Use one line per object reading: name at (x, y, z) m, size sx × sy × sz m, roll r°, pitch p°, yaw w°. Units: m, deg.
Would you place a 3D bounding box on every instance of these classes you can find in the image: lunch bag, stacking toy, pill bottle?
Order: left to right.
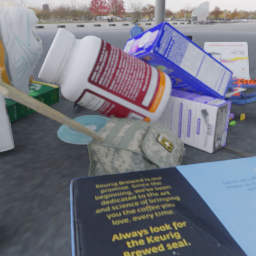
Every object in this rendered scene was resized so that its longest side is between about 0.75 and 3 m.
pill bottle at (-0.488, -1.046, 6.091) m, size 2.581 × 1.458 × 1.458 m, roll 24°, pitch 15°, yaw -21°
lunch bag at (0.224, 0.464, 5.330) m, size 1.628 × 0.957 × 1.335 m, roll 10°, pitch 27°, yaw 14°
stacking toy at (2.941, -0.324, 8.177) m, size 0.829 × 0.195 × 0.625 m, roll -21°, pitch 31°, yaw -39°

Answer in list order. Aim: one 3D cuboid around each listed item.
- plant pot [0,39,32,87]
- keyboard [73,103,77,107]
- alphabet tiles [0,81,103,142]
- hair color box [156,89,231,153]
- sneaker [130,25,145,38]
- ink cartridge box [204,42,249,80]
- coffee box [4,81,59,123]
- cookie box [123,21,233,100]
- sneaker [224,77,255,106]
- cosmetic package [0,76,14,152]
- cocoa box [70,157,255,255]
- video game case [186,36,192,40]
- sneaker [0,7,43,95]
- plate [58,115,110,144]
plant pot at (-4.438, -2.465, 8.884) m, size 2.383 × 2.182 × 2.383 m, roll 0°, pitch 24°, yaw 0°
keyboard at (-1.483, -1.171, 9.083) m, size 0.137 × 0.847 × 1.332 m, roll 24°, pitch 18°, yaw -12°
alphabet tiles at (-1.806, -0.541, 4.660) m, size 2.472 × 0.094 × 2.971 m, roll 26°, pitch -3°, yaw 34°
hair color box at (1.378, -0.278, 6.866) m, size 0.656 × 1.107 × 2.026 m, roll -20°, pitch 30°, yaw -39°
sneaker at (0.148, -1.901, 8.913) m, size 1.150 × 2.609 × 0.982 m, roll 0°, pitch 36°, yaw 10°
ink cartridge box at (3.464, -2.070, 10.137) m, size 1.581 × 0.917 × 2.142 m, roll 4°, pitch 59°, yaw 13°
coffee box at (-3.649, -0.919, 8.945) m, size 1.659 × 0.593 × 2.697 m, roll 14°, pitch 26°, yaw 21°
cookie box at (1.149, -1.523, 7.166) m, size 2.254 × 0.847 × 1.928 m, roll 27°, pitch -8°, yaw -24°
sneaker at (3.146, -1.124, 8.122) m, size 2.276 × 0.893 × 0.858 m, roll -16°, pitch 12°, yaw 35°
cosmetic package at (-3.704, -0.621, 6.161) m, size 1.793 × 2.174 × 1.792 m, roll -12°, pitch 21°, yaw -24°
cocoa box at (1.098, 1.392, 1.876) m, size 2.820 × 1.881 × 1.851 m, roll -5°, pitch 23°, yaw -12°
video game case at (1.327, -3.055, 9.593) m, size 1.161 × 0.164 × 1.285 m, roll -18°, pitch 25°, yaw -38°
sneaker at (-2.779, -1.891, 7.486) m, size 1.052 × 2.625 × 0.923 m, roll -17°, pitch 49°, yaw -28°
plate at (-1.049, -0.039, 7.343) m, size 1.600 × 0.205 × 1.600 m, roll -2°, pitch 25°, yaw 1°
